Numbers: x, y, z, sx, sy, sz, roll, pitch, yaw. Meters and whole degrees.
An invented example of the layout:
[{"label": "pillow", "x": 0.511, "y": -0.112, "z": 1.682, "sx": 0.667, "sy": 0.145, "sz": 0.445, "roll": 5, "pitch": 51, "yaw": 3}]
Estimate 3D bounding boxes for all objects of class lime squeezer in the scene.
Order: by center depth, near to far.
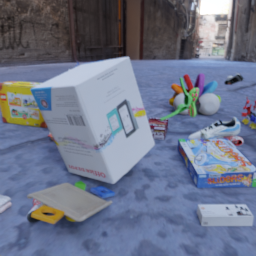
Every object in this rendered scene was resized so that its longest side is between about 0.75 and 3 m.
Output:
[{"label": "lime squeezer", "x": 1.706, "y": -0.838, "z": 9.133, "sx": 0.373, "sy": 0.699, "sz": 1.978, "roll": -34, "pitch": 23, "yaw": 56}]

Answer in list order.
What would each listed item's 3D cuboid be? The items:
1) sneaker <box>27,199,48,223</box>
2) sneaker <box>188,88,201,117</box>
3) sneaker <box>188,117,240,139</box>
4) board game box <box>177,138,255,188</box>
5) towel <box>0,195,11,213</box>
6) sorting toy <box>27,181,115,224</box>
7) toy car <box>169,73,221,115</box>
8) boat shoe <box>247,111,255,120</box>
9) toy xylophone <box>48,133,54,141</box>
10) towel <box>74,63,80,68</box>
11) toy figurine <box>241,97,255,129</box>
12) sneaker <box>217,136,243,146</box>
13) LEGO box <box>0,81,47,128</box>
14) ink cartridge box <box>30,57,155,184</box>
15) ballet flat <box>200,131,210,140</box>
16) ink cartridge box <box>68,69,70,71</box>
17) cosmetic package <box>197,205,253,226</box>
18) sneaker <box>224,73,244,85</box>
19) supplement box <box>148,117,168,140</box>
[{"label": "sneaker", "x": -2.196, "y": 1.946, "z": 6.797, "sx": 0.522, "sy": 0.325, "sz": 0.973, "roll": 9, "pitch": 17, "yaw": 28}, {"label": "sneaker", "x": 3.094, "y": -1.195, "z": 13.073, "sx": 0.528, "sy": 1.376, "sz": 0.576, "roll": 18, "pitch": 23, "yaw": 38}, {"label": "sneaker", "x": 3.407, "y": 0.109, "z": 11.223, "sx": 2.115, "sy": 0.766, "sz": 0.760, "roll": -17, "pitch": 24, "yaw": 4}, {"label": "board game box", "x": 2.819, "y": 1.053, "z": 9.200, "sx": 1.875, "sy": 0.477, "sz": 2.770, "roll": -1, "pitch": 18, "yaw": -2}, {"label": "towel", "x": -4.029, "y": 1.971, "z": 6.794, "sx": 1.703, "sy": 0.274, "sz": 1.626, "roll": 9, "pitch": 20, "yaw": 27}, {"label": "sorting toy", "x": -1.351, "y": 1.782, "z": 6.577, "sx": 1.542, "sy": 0.373, "sz": 2.738, "roll": 15, "pitch": 5, "yaw": 21}, {"label": "toy car", "x": 3.746, "y": -1.970, "z": 15.662, "sx": 2.859, "sy": 2.144, "sz": 2.502, "roll": 2, "pitch": 18, "yaw": 5}, {"label": "boat shoe", "x": 6.413, "y": -0.615, "z": 14.409, "sx": 0.381, "sy": 0.361, "sz": 1.090, "roll": 3, "pitch": 19, "yaw": 8}, {"label": "toy xylophone", "x": -2.742, "y": 0.386, "z": 11.542, "sx": 1.091, "sy": 0.274, "sz": 0.799, "roll": 15, "pitch": 23, "yaw": 36}, {"label": "towel", "x": -2.128, "y": -1.866, "z": 10.773, "sx": 0.131, "sy": 0.795, "sz": 1.098, "roll": 24, "pitch": 70, "yaw": 17}, {"label": "toy figurine", "x": 6.519, "y": -0.509, "z": 12.801, "sx": 1.493, "sy": 1.314, "sz": 2.492, "roll": 2, "pitch": 19, "yaw": -10}, {"label": "sneaker", "x": 4.074, "y": 0.475, "z": 11.172, "sx": 0.989, "sy": 0.330, "sz": 0.530, "roll": 8, "pitch": 16, "yaw": 14}, {"label": "LEGO box", "x": -4.854, "y": -1.174, "z": 13.561, "sx": 2.618, "sy": 1.950, "sz": 1.010, "roll": 7, "pitch": 19, "yaw": 19}, {"label": "ink cartridge box", "x": -0.923, "y": -0.252, "z": 8.186, "sx": 2.108, "sy": 2.873, "sz": 2.098, "roll": 5, "pitch": 32, "yaw": 42}, {"label": "ballet flat", "x": 2.871, "y": 0.233, "z": 10.499, "sx": 0.314, "sy": 0.314, "sz": 0.874, "roll": 0, "pitch": 4, "yaw": 1}, {"label": "ink cartridge box", "x": -1.785, "y": -1.884, "z": 13.362, "sx": 2.416, "sy": 0.534, "sz": 1.136, "roll": 20, "pitch": -25, "yaw": -6}, {"label": "cosmetic package", "x": 2.250, "y": 2.035, "z": 6.561, "sx": 1.160, "sy": 0.294, "sz": 0.479, "roll": 0, "pitch": 18, "yaw": 0}, {"label": "sneaker", "x": 4.096, "y": -1.835, "z": 10.834, "sx": 0.389, "sy": 0.362, "sz": 0.981, "roll": -45, "pitch": 9, "yaw": -10}, {"label": "supplement box", "x": 1.258, "y": 0.006, "z": 12.324, "sx": 0.897, "sy": 0.502, "sz": 1.649, "roll": 4, "pitch": 20, "yaw": 11}]
